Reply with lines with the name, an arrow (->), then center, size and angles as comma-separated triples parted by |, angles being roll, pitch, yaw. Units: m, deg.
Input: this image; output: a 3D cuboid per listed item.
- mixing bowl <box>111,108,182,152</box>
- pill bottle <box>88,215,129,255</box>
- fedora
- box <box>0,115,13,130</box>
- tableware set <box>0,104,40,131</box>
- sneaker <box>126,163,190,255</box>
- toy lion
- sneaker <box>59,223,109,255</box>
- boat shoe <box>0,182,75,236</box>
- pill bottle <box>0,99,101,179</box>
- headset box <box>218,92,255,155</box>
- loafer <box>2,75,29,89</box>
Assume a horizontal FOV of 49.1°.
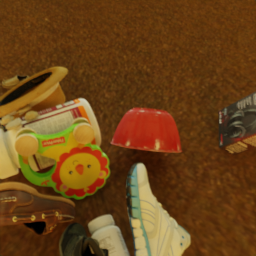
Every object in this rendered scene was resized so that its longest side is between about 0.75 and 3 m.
mixing bowl -> 0.553, 0.025, 7.856 | 1.989, 1.989, 1.077 | 6, 90, 5
pill bottle -> -0.433, 2.714, 6.398 | 0.721, 0.721, 1.272 | -17, 59, -15
fedora -> -2.973, -0.850, 8.986 | 2.828, 1.153, 2.828 | -23, 29, 13
box -> -4.549, -0.365, 9.398 | 1.431, 0.329, 1.138 | -11, 50, -9
tableware set -> -2.944, -0.293, 7.556 | 0.938, 0.130, 1.123 | -34, 38, -24
sneaker -> 0.679, 2.241, 6.341 | 1.298, 1.123, 2.996 | -8, 72, -5
toy lion -> -1.589, 0.911, 7.202 | 2.188, 2.097, 0.751 | -11, 19, -17
sneaker -> -0.936, 2.574, 5.963 | 0.793, 1.188, 2.075 | 40, 9, -13
boat shoe -> -1.992, 1.935, 6.195 | 0.872, 2.477, 0.871 | -23, 59, 16
pill bottle -> -2.358, 0.306, 7.991 | 2.875, 1.575, 1.575 | -20, 52, -17
headset box -> 3.543, -0.173, 8.074 | 0.713, 1.846, 1.374 | 23, 58, -23
loafer -> -4.218, -1.784, 10.593 | 1.116, 0.376, 0.424 | -11, 50, -10
